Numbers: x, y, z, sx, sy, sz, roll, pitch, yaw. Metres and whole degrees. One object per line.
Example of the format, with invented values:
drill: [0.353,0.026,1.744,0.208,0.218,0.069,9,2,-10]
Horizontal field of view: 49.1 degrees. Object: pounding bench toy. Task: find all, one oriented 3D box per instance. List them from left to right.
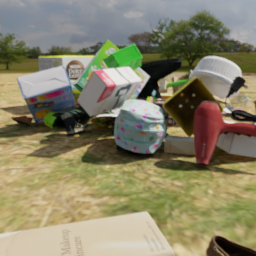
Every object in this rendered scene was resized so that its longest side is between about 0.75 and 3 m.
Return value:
pounding bench toy: [2.728,-1.708,11.634,2.435,1.512,1.899,11,-22,-33]

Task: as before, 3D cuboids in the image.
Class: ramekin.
ramekin: [2.584,-1.493,8.182,1.474,0.686,1.474,24,-6,3]

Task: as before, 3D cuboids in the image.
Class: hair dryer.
hair dryer: [2.488,-0.050,6.783,1.895,2.488,0.676,49,5,32]

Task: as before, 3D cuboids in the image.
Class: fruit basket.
fruit basket: [-0.243,-2.209,9.421,1.256,0.906,1.256,-31,-3,-2]

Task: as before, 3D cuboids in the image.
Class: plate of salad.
plate of salad: [-0.531,-0.172,10.174,1.750,0.420,1.750,2,-10,0]

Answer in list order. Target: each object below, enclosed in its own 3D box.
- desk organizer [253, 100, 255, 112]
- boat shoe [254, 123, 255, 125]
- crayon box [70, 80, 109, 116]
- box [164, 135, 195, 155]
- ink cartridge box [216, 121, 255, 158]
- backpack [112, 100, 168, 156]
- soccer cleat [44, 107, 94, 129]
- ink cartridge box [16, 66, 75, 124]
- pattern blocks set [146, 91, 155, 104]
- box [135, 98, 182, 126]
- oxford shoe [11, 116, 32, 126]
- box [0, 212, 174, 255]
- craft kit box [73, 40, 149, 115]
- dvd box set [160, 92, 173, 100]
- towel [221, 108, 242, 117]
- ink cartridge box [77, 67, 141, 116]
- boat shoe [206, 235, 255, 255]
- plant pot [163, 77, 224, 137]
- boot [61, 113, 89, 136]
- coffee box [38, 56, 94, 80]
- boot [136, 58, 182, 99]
desk organizer: [5.918,-0.426,10.415,0.841,0.903,2.345,-36,40,-7]
boat shoe: [4.729,0.097,8.986,2.326,0.855,0.777,5,-2,-25]
crayon box: [-1.919,-1.284,12.267,2.084,1.798,0.607,9,62,33]
box: [1.572,0.485,7.900,1.036,0.403,0.492,5,14,19]
ink cartridge box: [2.980,0.255,7.903,1.178,0.684,1.596,9,13,-14]
backpack: [0.318,-0.065,8.146,1.810,1.373,2.169,5,18,7]
soccer cleat: [-2.131,-0.339,10.818,2.184,0.737,0.885,-13,35,-36]
ink cartridge box: [-2.986,-1.099,10.713,1.713,0.959,2.511,-18,-19,-13]
pattern blocks set: [0.762,-0.774,10.575,0.099,1.069,1.216,20,56,18]
box: [0.968,-0.733,11.731,2.467,0.925,1.235,6,16,28]
oxford shoe: [-4.169,-0.339,11.013,0.997,0.355,0.356,12,-24,19]
box: [-0.537,1.557,3.023,1.871,0.727,0.888,-4,15,-17]
craft kit box: [-0.579,-1.800,10.763,2.233,2.206,0.542,37,-21,-19]
dvd box set: [2.346,-1.995,17.671,2.623,0.386,1.919,7,15,25]
towel: [4.398,-0.780,13.246,2.097,0.239,1.511,1,14,5]
ink cartridge box: [-0.538,-1.140,8.573,0.708,1.215,1.679,49,37,17]
boat shoe: [1.563,1.639,3.066,1.507,0.558,0.557,10,17,34]
plant pot: [1.822,-0.705,8.241,1.240,1.240,1.094,-39,11,13]
boot: [-1.852,-0.192,9.799,0.357,0.748,0.990,-23,-1,41]
coffee box: [-2.910,-2.484,14.963,2.681,2.655,2.685,-12,19,-39]
boot: [1.243,-1.835,12.634,2.796,2.291,1.035,-4,9,33]
